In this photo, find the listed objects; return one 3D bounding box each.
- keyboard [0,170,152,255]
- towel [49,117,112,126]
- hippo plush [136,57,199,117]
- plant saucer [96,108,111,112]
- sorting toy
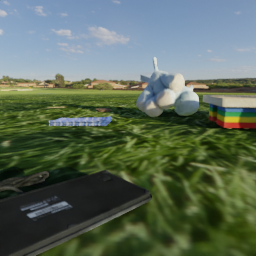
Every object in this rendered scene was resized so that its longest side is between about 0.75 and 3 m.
[{"bbox_3d":[-0.911,0.759,2.699,1.372,0.222,2.158,16,16,41],"label":"keyboard"},{"bbox_3d":[-1.539,-0.265,9.441,1.907,0.227,1.381,0,8,4],"label":"towel"},{"bbox_3d":[1.725,-1.234,11.882,2.158,2.137,2.683,30,14,-33],"label":"hippo plush"},{"bbox_3d":[-1.209,-0.881,13.892,0.760,0.131,0.760,-1,8,0],"label":"plant saucer"},{"bbox_3d":[3.948,-0.542,8.937,2.620,0.917,2.635,1,8,3],"label":"sorting toy"}]
